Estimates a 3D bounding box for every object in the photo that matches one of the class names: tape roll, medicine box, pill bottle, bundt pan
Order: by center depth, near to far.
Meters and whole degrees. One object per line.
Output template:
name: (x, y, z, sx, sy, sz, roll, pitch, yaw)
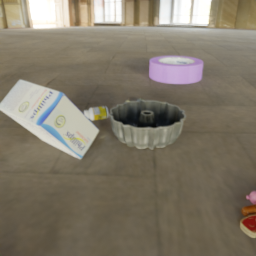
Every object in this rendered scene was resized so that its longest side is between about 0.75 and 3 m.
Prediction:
medicine box: (-2.187, -0.237, 7.854, 2.032, 1.851, 1.046, 19, 70, 35)
bundt pan: (0.586, -0.074, 8.907, 2.417, 0.907, 2.417, 1, 24, 0)
pill bottle: (-1.190, -0.528, 10.406, 0.834, 0.467, 0.467, -9, 26, -18)
tape roll: (2.693, -3.342, 15.900, 2.965, 0.973, 2.965, -1, 25, 0)

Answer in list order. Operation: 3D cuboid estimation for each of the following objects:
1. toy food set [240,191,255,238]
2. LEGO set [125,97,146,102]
toy food set: (2.886, 1.761, 5.744, 1.786, 0.281, 1.135, -29, 37, -34)
LEGO set: (0.411, -1.144, 11.913, 1.089, 0.309, 0.707, 4, 24, 5)
